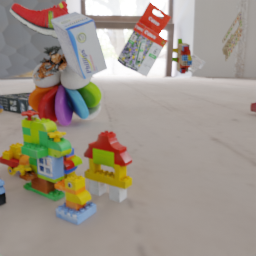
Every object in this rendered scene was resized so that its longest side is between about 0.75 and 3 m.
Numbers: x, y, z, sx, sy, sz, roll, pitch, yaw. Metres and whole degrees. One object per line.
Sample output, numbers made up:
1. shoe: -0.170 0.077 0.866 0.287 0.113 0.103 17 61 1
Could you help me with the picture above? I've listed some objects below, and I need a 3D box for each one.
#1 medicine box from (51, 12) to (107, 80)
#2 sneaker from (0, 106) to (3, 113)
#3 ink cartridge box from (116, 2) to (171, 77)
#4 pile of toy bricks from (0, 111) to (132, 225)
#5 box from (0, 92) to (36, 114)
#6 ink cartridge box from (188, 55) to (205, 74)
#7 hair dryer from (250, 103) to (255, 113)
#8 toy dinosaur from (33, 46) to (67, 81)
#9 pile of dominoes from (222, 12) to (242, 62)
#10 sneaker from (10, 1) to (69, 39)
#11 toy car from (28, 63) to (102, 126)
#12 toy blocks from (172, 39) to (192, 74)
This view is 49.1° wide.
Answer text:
1. medicine box: -1.282 -2.179 7.334 0.744 1.316 1.445 -27 39 -15
2. sneaker: -5.761 -0.815 11.576 1.270 0.478 0.560 0 13 -2
3. ink cartridge box: 0.802 -3.563 11.550 1.440 2.643 0.666 15 24 -42
4. pile of toy bricks: -1.372 0.394 4.370 2.688 1.327 1.491 8 15 31
5. box: -4.434 -1.188 12.838 2.857 0.622 2.288 10 16 36
6. ink cartridge box: 2.989 -2.878 12.739 0.184 0.723 0.821 26 19 -41
7. hair dryer: 5.571 -0.639 10.248 2.068 0.738 2.716 -5 13 -16
8. toy dinosaur: -2.118 -1.961 8.453 1.582 0.808 1.074 -14 33 -4
9. pile of dominoes: 3.481 -2.919 9.124 0.206 1.295 1.010 26 -12 35
10. sneaker: -2.387 -3.592 9.128 2.695 1.144 1.038 15 23 -14
11. toy car: -2.189 -0.936 9.519 2.478 2.168 1.858 5 50 13
12. toy blocks: 2.141 -2.626 10.669 0.696 1.393 0.953 -4 24 -5
